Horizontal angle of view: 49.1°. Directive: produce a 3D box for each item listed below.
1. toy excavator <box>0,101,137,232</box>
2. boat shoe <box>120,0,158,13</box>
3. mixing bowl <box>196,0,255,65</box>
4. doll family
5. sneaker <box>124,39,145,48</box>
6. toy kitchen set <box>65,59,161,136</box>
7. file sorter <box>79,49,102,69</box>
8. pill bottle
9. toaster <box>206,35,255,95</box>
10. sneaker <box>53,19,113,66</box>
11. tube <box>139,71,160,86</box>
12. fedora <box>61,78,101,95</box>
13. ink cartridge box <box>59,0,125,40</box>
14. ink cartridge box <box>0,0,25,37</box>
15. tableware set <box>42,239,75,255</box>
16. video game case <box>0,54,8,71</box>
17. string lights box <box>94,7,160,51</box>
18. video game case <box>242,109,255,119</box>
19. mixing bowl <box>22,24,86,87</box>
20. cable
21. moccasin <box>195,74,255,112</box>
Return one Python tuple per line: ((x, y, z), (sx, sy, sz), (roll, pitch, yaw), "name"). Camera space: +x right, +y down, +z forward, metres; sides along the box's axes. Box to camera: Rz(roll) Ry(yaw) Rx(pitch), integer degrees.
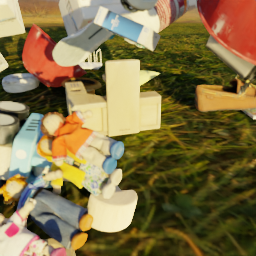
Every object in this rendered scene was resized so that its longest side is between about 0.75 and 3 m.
((-1.376, 0.673, 5.324), (2.840, 1.418, 2.761), (9, 19, -11), "toy excavator")
((0.207, -3.142, 6.576), (0.839, 0.755, 2.373), (9, 42, -12), "boat shoe")
((1.377, -1.290, 2.256), (1.489, 0.806, 1.489), (0, 66, 0), "mixing bowl")
((-1.157, 0.948, 4.315), (1.607, 1.166, 2.588), (25, 76, 22), "doll family")
((0.501, -3.548, 11.300), (0.671, 0.571, 1.472), (8, 25, -44), "sneaker")
((-0.545, -1.151, 8.239), (2.467, 2.013, 2.226), (-7, 26, -14), "toy kitchen set")
((-2.253, -3.766, 15.152), (1.506, 0.938, 1.045), (3, 26, 6), "file sorter")
((0.751, -3.504, 8.522), (2.125, 1.164, 1.164), (-40, 41, -22), "pill bottle")
((3.397, -2.655, 6.723), (1.622, 2.472, 2.734), (43, 72, 13), "toaster")
((-1.173, -2.404, 7.886), (2.191, 0.800, 0.776), (-20, 18, 30), "sneaker")
((0.463, -2.170, 12.148), (0.794, 0.711, 2.738), (46, 31, 2), "tube")
((-1.755, -1.458, 10.575), (1.497, 0.610, 1.497), (4, 25, -2), "fedora")
((-1.192, -4.113, 9.575), (1.715, 1.685, 2.329), (-17, 2, -22), "ink cartridge box")
((-2.718, -2.437, 5.054), (1.172, 1.193, 1.621), (-13, 4, -10), "ink cartridge box")
((-1.729, 2.004, 3.579), (2.060, 0.239, 1.721), (1, 25, 3), "tableware set")
((-4.292, -2.247, 6.851), (0.285, 2.487, 2.264), (-20, 24, 18), "video game case")
((-0.009, -1.283, 3.639), (0.775, 0.228, 0.398), (30, 14, 19), "string lights box")
((4.212, -0.549, 9.234), (0.745, 0.094, 1.041), (-3, 25, -6), "video game case")
((-3.246, -2.707, 11.535), (1.514, 2.795, 2.795), (-46, 30, 5), "mixing bowl")
((-4.437, -1.890, 11.637), (1.458, 0.505, 1.458), (-9, 25, -21), "cable")
((3.589, -1.197, 9.278), (2.746, 1.060, 1.004), (-2, 26, 5), "moccasin")
